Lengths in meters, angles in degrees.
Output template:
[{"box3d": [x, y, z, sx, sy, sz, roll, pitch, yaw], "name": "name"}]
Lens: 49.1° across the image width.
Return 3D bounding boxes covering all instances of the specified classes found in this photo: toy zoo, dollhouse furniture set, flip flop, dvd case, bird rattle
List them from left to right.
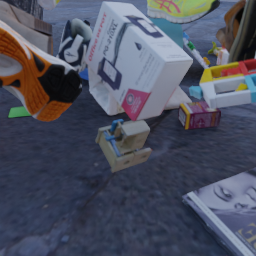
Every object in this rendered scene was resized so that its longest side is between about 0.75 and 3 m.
[{"box3d": [0.001, 0.096, 4.550, 0.694, 0.990, 0.698, -15, 56, -29], "name": "dollhouse furniture set"}, {"box3d": [4.918, -4.018, 14.772, 1.298, 0.731, 1.058, 7, 41, -13], "name": "bird rattle"}, {"box3d": [2.743, -2.236, 6.743, 1.134, 2.795, 0.805, -25, 51, -26], "name": "flip flop"}, {"box3d": [2.210, -0.881, 5.131, 2.149, 0.220, 1.410, -8, 31, 17], "name": "toy zoo"}, {"box3d": [2.757, 1.644, 5.673, 2.664, 0.213, 1.981, -15, 35, -22], "name": "dvd case"}]

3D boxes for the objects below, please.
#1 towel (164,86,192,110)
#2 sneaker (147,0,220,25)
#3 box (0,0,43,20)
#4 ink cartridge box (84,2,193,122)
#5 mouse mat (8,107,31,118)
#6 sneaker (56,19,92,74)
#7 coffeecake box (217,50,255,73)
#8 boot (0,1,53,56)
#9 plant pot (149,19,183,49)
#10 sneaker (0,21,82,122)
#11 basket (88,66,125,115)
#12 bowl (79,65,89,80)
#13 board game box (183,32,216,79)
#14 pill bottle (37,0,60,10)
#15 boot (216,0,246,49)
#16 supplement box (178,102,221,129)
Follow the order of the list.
[{"box3d": [1.551, -1.160, 10.184, 1.107, 0.288, 1.670, -7, 32, -10], "name": "towel"}, {"box3d": [1.477, -4.059, 8.598, 1.141, 1.318, 2.919, -35, 40, -22], "name": "sneaker"}, {"box3d": [-3.680, -3.649, 8.320, 1.265, 2.362, 1.753, -2, 72, 9], "name": "box"}, {"box3d": [0.097, -1.493, 6.192, 0.920, 1.579, 2.182, -15, 56, -40], "name": "ink cartridge box"}, {"box3d": [-3.541, -0.550, 9.438, 0.898, 0.034, 0.723, -7, 32, -9], "name": "mouse mat"}, {"box3d": [-1.568, -2.684, 8.872, 1.020, 1.662, 2.555, 29, 26, -9], "name": "sneaker"}, {"box3d": [5.369, -3.105, 12.949, 1.488, 0.708, 1.938, -16, 35, -24], "name": "coffeecake box"}, {"box3d": [-2.671, -1.732, 5.748, 2.147, 1.031, 2.936, 5, 39, -21], "name": "boot"}, {"box3d": [1.337, -3.243, 12.122, 2.027, 2.028, 2.869, -1, 39, -1], "name": "plant pot"}, {"box3d": [-1.518, -0.899, 3.733, 0.925, 2.444, 1.124, -47, 68, 1], "name": "sneaker"}, {"box3d": [-0.231, -1.929, 9.618, 1.802, 2.221, 2.241, -10, 33, -21], "name": "basket"}, {"box3d": [-1.023, -2.738, 12.231, 2.865, 0.562, 2.865, 2, 32, -1], "name": "bowl"}, {"box3d": [3.086, -3.215, 12.269, 0.259, 2.003, 2.004, -39, 23, 22], "name": "board game box"}, {"box3d": [-2.036, -3.653, 7.549, 0.511, 0.511, 0.920, 9, 55, 14], "name": "pill bottle"}, {"box3d": [2.963, -2.498, 7.258, 0.528, 1.432, 1.108, -31, 71, -16], "name": "boot"}, {"box3d": [2.189, -0.404, 8.676, 1.094, 0.565, 0.716, -4, 32, -7], "name": "supplement box"}]
